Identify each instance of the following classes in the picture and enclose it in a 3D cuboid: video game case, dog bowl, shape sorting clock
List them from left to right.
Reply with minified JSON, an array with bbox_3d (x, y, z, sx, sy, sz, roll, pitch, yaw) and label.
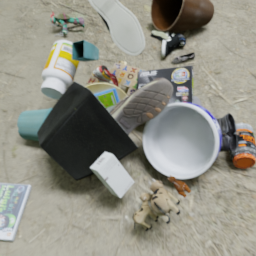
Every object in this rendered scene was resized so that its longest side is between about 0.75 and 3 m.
[{"bbox_3d":[-4.046,2.527,8.640,1.626,0.209,1.788,3,49,3],"label":"video game case"},{"bbox_3d":[-0.940,-0.551,9.438,2.104,2.104,0.413,-11,34,-9],"label":"shape sorting clock"},{"bbox_3d":[1.728,0.382,9.016,2.400,2.400,0.945,27,18,22],"label":"dog bowl"}]

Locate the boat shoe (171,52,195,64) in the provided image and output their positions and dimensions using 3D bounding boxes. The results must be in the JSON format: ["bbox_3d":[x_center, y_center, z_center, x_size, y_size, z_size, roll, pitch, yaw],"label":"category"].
[{"bbox_3d":[2.719,-3.462,13.809,1.255,0.358,0.420,-16,51,-13],"label":"boat shoe"}]

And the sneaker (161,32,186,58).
[{"bbox_3d":[2.351,-4.252,14.240,1.145,0.748,2.047,9,48,9],"label":"sneaker"}]

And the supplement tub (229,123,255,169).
[{"bbox_3d":[4.005,0.633,9.848,0.900,0.900,1.470,6,50,5],"label":"supplement tub"}]

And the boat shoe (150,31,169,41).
[{"bbox_3d":[1.249,-3.664,11.291,0.843,0.280,0.315,0,65,-35],"label":"boat shoe"}]

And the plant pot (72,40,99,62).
[{"bbox_3d":[-1.397,-2.540,9.458,0.578,0.578,0.818,2,1,38],"label":"plant pot"}]

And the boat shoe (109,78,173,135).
[{"bbox_3d":[0.066,-0.609,8.803,2.912,1.085,1.068,-38,33,10],"label":"boat shoe"}]

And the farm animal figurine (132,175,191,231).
[{"bbox_3d":[0.729,1.968,7.746,0.912,1.813,1.464,42,51,-3],"label":"farm animal figurine"}]

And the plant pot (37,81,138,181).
[{"bbox_3d":[-1.496,0.210,8.871,2.108,2.371,2.376,-43,25,-7],"label":"plant pot"}]

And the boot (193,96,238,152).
[{"bbox_3d":[2.928,-0.217,9.671,0.834,1.574,2.391,-3,73,-35],"label":"boot"}]

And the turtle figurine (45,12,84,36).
[{"bbox_3d":[-3.514,-5.802,15.504,2.054,1.034,1.537,-8,49,-15],"label":"turtle figurine"}]

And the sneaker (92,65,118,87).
[{"bbox_3d":[-0.776,-1.714,10.034,0.547,1.332,0.518,-18,52,25],"label":"sneaker"}]

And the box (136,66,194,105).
[{"bbox_3d":[1.311,-1.331,10.165,2.075,0.459,1.662,-2,70,21],"label":"box"}]

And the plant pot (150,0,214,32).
[{"bbox_3d":[3.145,-6.409,15.120,2.871,2.684,2.684,-2,45,-32],"label":"plant pot"}]

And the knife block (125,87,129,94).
[{"bbox_3d":[1.003,-0.703,11.017,2.586,0.827,2.270,10,48,4],"label":"knife block"}]

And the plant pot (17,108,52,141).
[{"bbox_3d":[-3.150,-0.082,10.258,1.402,1.432,1.432,1,48,12],"label":"plant pot"}]

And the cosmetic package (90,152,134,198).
[{"bbox_3d":[-0.447,1.363,8.072,0.684,1.212,0.492,-48,28,-21],"label":"cosmetic package"}]

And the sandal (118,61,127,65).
[{"bbox_3d":[-0.384,-3.103,13.554,0.814,0.268,0.298,-32,56,-25],"label":"sandal"}]

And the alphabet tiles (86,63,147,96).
[{"bbox_3d":[-0.528,-1.934,11.374,2.142,0.081,1.791,17,62,14],"label":"alphabet tiles"}]

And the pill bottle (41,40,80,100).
[{"bbox_3d":[-2.449,-2.062,10.103,1.088,1.088,1.960,9,66,8],"label":"pill bottle"}]

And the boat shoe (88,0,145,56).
[{"bbox_3d":[-0.314,-3.545,9.437,1.042,0.851,2.822,-41,79,14],"label":"boat shoe"}]
